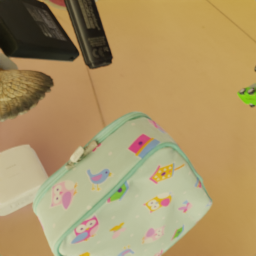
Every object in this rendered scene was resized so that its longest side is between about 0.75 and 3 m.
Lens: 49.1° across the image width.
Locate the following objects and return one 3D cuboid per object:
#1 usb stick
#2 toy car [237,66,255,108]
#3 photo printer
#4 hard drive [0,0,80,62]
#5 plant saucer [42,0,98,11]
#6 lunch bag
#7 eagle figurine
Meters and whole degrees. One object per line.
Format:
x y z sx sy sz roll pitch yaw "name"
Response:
-1.067 -2.760 6.405 0.786 2.835 0.462 -21 5 -38 "usb stick"
1.545 -0.370 3.027 0.226 1.013 0.953 -46 14 -2 "toy car"
-2.758 1.158 6.857 1.325 0.553 1.592 -24 52 -21 "photo printer"
-2.360 -2.455 6.674 1.838 0.433 2.634 56 20 1 "hard drive"
-1.635 -4.119 7.814 2.460 2.460 0.623 -6 76 -6 "plant saucer"
0.017 0.984 3.636 1.867 2.327 0.897 -40 48 0 "lunch bag"
-2.658 -0.785 5.144 1.972 2.599 1.961 -33 95 -30 "eagle figurine"
